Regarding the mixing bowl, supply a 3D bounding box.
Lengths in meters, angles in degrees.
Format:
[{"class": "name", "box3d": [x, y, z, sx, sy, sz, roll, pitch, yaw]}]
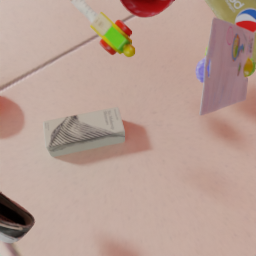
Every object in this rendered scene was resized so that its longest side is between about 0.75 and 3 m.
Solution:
[{"class": "mixing bowl", "box3d": [0.587, -3.234, 6.089, 1.569, 1.569, 0.850, 38, 36, 18]}]

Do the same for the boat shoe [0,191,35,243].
[{"class": "boat shoe", "box3d": [-2.558, 1.259, 4.853, 2.002, 0.637, 0.708, 35, 33, -18]}]

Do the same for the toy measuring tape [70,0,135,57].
[{"class": "toy measuring tape", "box3d": [-0.508, -2.211, 6.153, 0.743, 0.743, 2.021, -36, 71, -18]}]

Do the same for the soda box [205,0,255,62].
[{"class": "soda box", "box3d": [2.309, -2.510, 5.983, 0.718, 0.759, 2.242, -38, 93, 21]}]

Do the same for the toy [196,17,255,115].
[{"class": "toy", "box3d": [1.641, -1.065, 4.935, 0.555, 1.353, 2.351, 15, 19, 38]}]

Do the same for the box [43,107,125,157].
[{"class": "box", "box3d": [-1.155, 0.108, 7.512, 2.040, 0.697, 0.838, -13, 63, -7]}]
